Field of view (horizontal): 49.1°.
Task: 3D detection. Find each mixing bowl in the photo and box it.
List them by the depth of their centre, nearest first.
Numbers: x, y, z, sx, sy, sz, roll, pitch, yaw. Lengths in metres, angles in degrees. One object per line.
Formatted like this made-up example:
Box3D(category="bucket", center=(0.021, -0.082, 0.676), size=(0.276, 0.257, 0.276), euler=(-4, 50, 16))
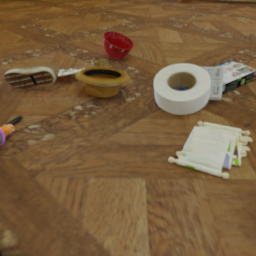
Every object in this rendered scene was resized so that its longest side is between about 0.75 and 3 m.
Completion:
Box3D(category="mixing bowl", center=(-0.650, -4.355, 15.153), size=(1.708, 0.925, 1.708), euler=(15, 41, -14))

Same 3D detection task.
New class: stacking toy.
Box3D(category="stacking toy", center=(-4.226, 0.286, 8.462), size=(1.127, 1.192, 2.054), euler=(53, 26, 1))

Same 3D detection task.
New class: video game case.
Box3D(category="video game case", center=(2.675, -1.888, 11.553), size=(2.343, 0.211, 1.678), euler=(6, 57, 19))

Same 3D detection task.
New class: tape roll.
Box3D(category="tape roll", center=(2.058, -1.522, 10.726), size=(2.147, 0.751, 2.147), euler=(-6, 49, 6))

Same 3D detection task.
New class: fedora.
Box3D(category="fedora", center=(-1.048, -1.831, 11.531), size=(2.230, 0.910, 2.230), euler=(4, 27, -2))

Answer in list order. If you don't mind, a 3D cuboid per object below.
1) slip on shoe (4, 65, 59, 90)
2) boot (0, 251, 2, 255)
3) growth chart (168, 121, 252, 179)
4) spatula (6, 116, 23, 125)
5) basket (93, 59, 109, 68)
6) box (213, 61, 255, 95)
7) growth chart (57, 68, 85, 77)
Box3D(category="slip on shoe", center=(-4.086, -2.240, 11.920), size=(2.478, 0.942, 0.751), euler=(-5, 37, 21))
Box3D(category="boot", center=(-2.854, 2.720, 5.203), size=(1.010, 0.402, 1.160), euler=(-17, 40, -25))
Box3D(category="growth chart", center=(2.654, 0.563, 8.596), size=(1.957, 0.240, 2.705), euler=(19, 38, 25))
Box3D(category="spatula", center=(-4.375, 0.064, 9.360), size=(0.572, 0.208, 2.025), euler=(13, 33, 32))
Box3D(category="basket", center=(-1.293, -2.885, 13.254), size=(0.606, 0.633, 0.849), euler=(-19, 17, -21))
Box3D(category="box", center=(4.317, -2.291, 12.639), size=(2.890, 0.502, 1.590), euler=(-23, 40, -31))
Box3D(category="growth chart", center=(-2.967, -2.556, 12.965), size=(1.925, 0.171, 1.393), euler=(10, 28, 44))
